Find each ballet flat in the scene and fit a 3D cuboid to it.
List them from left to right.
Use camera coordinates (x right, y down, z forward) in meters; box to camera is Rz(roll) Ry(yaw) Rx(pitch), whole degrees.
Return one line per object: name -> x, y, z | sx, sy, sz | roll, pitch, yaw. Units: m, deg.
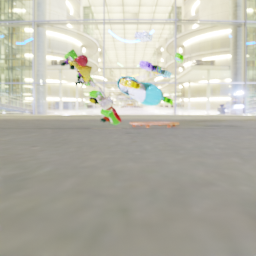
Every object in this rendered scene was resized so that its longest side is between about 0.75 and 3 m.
ballet flat -> 0.219, -1.084, 8.190 | 0.697, 0.667, 1.982 | 0, 21, -30

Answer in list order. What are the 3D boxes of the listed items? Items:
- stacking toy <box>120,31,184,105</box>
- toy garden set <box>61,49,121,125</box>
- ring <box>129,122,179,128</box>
stacking toy -> 0.760, -1.642, 8.010 | 2.005, 1.512, 0.471 | 16, 0, -41
toy garden set -> -1.256, -1.196, 9.324 | 0.575, 2.884, 2.404 | -36, 18, -11
ring -> 0.831, -0.104, 8.976 | 1.589, 0.153, 1.589 | 1, 3, 0
